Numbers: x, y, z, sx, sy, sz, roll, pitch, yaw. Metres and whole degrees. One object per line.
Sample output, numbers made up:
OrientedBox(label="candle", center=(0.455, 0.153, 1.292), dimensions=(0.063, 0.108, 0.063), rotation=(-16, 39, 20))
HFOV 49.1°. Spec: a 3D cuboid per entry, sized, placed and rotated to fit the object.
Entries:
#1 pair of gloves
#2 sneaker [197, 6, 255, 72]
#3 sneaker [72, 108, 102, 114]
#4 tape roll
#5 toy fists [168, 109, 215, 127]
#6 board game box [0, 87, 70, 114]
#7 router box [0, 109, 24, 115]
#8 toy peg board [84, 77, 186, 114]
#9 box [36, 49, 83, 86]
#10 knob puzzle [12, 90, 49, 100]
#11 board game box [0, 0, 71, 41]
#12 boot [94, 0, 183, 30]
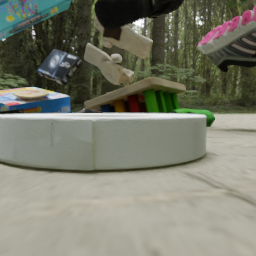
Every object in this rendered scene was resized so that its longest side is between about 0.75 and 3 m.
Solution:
OrientedBox(label="pair of gloves", center=(-0.540, -2.852, 10.623), dimensions=(0.480, 2.329, 2.739), rotation=(-52, -1, -38))
OrientedBox(label="sneaker", center=(3.095, -2.138, 6.670), dimensions=(2.741, 1.199, 1.011), rotation=(-17, 32, 43))
OrientedBox(label="sneaker", center=(-1.619, -0.702, 12.314), dimensions=(2.053, 0.841, 0.791), rotation=(2, 4, 28))
OrientedBox(label="tape roll", center=(-0.296, 0.053, 3.340), dimensions=(2.425, 0.443, 2.425), rotation=(0, 4, 0))
OrientedBox(label="toy fists", center=(2.011, -0.316, 8.837), dimensions=(0.806, 0.544, 1.581), rotation=(-10, 9, -28))
OrientedBox(label="board game box", center=(-3.859, -0.903, 10.380), dimensions=(2.391, 0.682, 2.442), rotation=(17, 22, 36))
OrientedBox(label="router box", center=(-3.592, -0.271, 7.757), dimensions=(1.173, 0.299, 0.875), rotation=(-14, 4, -39))
OrientedBox(label="toy peg board", center=(0.445, -0.598, 9.937), dimensions=(2.735, 1.343, 2.746), rotation=(-16, -7, 31))
OrientedBox(label="box", center=(-2.243, -1.991, 9.117), dimensions=(1.263, 1.012, 0.275), rotation=(26, -17, 32))
OrientedBox(label="knob puzzle", center=(-3.342, -1.110, 9.665), dimensions=(1.340, 0.186, 1.340), rotation=(3, 18, -1))
OrientedBox(label="board game box", center=(-2.823, -3.190, 6.461), dimensions=(2.357, 1.779, 0.553), rotation=(-34, 9, -17))
OrientedBox(label="boot", center=(0.281, -3.416, 7.861), dimensions=(1.681, 0.846, 2.249), rotation=(-34, 34, -32))
